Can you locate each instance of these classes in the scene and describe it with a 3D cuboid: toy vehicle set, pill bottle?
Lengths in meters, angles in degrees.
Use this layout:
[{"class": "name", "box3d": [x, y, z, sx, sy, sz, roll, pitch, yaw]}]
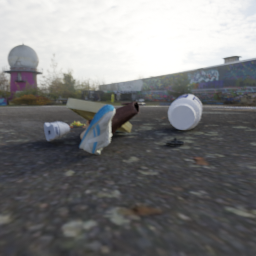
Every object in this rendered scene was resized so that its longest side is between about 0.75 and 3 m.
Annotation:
[{"class": "toy vehicle set", "box3d": [-1.003, -0.414, 10.722, 1.642, 0.350, 2.643, 11, -11, 19]}, {"class": "pill bottle", "box3d": [2.755, -0.738, 13.557, 1.524, 1.524, 2.744, 2, 13, 17]}]

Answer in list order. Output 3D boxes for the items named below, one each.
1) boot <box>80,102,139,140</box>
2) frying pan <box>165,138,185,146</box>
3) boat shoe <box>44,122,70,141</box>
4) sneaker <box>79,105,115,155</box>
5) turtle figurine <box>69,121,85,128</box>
[{"class": "boot", "box3d": [-0.451, -0.213, 8.942, 1.893, 0.824, 2.276, -29, 7, 7]}, {"class": "frying pan", "box3d": [1.483, 0.474, 9.315, 0.622, 0.167, 1.028, -1, 4, -12]}, {"class": "boat shoe", "box3d": [-2.414, 0.118, 9.446, 0.578, 0.651, 1.770, -10, 7, -28]}, {"class": "sneaker", "box3d": [-0.688, 0.056, 7.309, 0.654, 1.618, 0.619, 27, 38, -11]}, {"class": "turtle figurine", "box3d": [-2.701, -0.197, 14.634, 1.002, 0.323, 0.808, -2, 7, -18]}]
